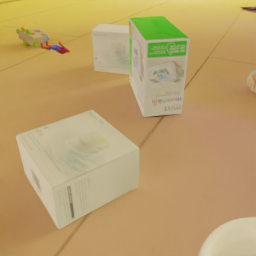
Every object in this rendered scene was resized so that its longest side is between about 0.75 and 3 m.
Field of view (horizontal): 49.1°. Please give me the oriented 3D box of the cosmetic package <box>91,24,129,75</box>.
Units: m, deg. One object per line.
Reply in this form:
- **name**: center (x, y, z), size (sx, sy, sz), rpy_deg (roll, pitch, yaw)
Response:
- **cosmetic package**: center (-0.460, -3.090, 11.000), size (1.631, 1.636, 1.006), rpy_deg (9, 35, 14)

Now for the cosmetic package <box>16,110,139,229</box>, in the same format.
- **cosmetic package**: center (-1.034, 0.700, 5.838), size (1.851, 1.138, 1.845), rpy_deg (-21, 40, -30)

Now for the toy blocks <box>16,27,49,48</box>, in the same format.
- **toy blocks**: center (-4.601, -4.530, 14.020), size (1.699, 0.849, 1.161), rpy_deg (33, 35, 31)

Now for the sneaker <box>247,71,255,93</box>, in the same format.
- **sneaker**: center (4.930, -1.366, 9.377), size (0.771, 0.781, 1.996), rpy_deg (3, 24, -39)

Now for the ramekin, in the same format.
- **ramekin**: center (1.856, 2.310, 3.539), size (2.098, 1.023, 2.098), rpy_deg (0, 33, 0)

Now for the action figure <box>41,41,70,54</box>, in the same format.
- **action figure**: center (-1.987, -2.249, 7.863), size (0.314, 0.248, 0.961), rpy_deg (-16, -8, 30)

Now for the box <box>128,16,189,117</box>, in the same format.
- **box**: center (0.843, -2.003, 8.775), size (1.272, 2.321, 2.630), rpy_deg (-5, 35, -8)
